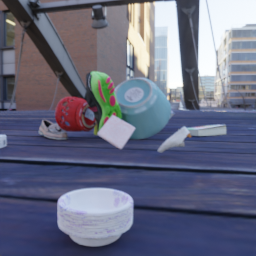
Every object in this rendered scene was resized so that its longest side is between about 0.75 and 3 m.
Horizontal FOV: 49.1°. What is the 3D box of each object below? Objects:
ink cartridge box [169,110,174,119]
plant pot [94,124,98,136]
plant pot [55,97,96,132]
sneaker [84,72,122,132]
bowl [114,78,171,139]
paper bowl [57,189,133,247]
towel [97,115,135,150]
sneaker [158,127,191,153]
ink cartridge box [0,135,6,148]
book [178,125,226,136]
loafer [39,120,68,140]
[{"bbox_3d":[1.009,-0.594,12.912,2.158,1.176,0.543,10,41,-43],"label":"ink cartridge box"},{"bbox_3d":[-0.767,-0.481,11.947,1.410,1.507,1.410,0,5,0],"label":"plant pot"},{"bbox_3d":[-1.779,-0.448,10.030,1.153,1.266,1.266,9,10,34],"label":"plant pot"},{"bbox_3d":[-0.863,-0.789,9.288,0.941,2.453,1.028,-25,41,-26],"label":"sneaker"},{"bbox_3d":[0.319,-0.929,10.410,2.430,2.430,1.271,2,-35,18],"label":"bowl"},{"bbox_3d":[-0.330,0.909,2.857,0.760,0.395,0.760,0,5,0],"label":"paper bowl"},{"bbox_3d":[-0.310,0.107,7.459,0.770,0.735,0.124,30,-25,14],"label":"towel"},{"bbox_3d":[1.163,0.389,6.966,0.909,0.385,0.331,-39,-11,9],"label":"sneaker"},{"bbox_3d":[-4.866,0.428,8.119,2.257,0.419,1.069,2,6,1],"label":"ink cartridge box"},{"bbox_3d":[3.122,0.134,11.816,1.699,0.408,1.135,-5,4,-34],"label":"book"},{"bbox_3d":[-2.926,0.061,10.740,0.678,0.593,1.885,0,7,-40],"label":"loafer"}]
